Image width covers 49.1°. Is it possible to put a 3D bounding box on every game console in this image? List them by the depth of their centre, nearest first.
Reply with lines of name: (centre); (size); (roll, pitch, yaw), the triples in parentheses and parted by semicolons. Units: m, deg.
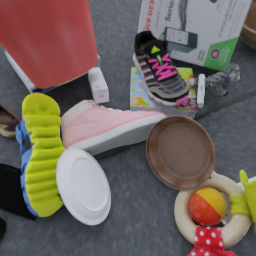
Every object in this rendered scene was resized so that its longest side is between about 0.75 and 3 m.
game console: (-3.110, 2.236, 6.545); (1.651, 0.337, 2.800); (15, 60, 9)

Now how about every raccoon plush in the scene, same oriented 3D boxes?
raccoon plush: (2.494, -1.465, 7.881); (1.383, 0.926, 0.669); (7, 25, -23)

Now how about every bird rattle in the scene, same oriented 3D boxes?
bird rattle: (1.979, 2.064, 6.240); (2.599, 1.464, 2.119); (-50, 44, 2)

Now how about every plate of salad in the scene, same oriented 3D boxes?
plate of salad: (-1.035, 1.338, 6.451); (0.435, 1.812, 1.812); (-27, 55, 24)

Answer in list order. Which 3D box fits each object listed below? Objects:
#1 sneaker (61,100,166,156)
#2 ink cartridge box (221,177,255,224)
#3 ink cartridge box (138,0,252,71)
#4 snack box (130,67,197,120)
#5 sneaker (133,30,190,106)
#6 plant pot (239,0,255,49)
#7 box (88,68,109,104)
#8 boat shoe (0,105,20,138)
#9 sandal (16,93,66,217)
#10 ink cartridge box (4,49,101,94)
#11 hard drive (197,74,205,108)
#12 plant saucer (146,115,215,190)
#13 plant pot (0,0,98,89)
sneaker: (-0.457, -0.241, 7.619); (2.889, 1.087, 1.510); (-17, 65, -6)
ink cartridge box: (2.888, 1.753, 6.752); (1.463, 0.496, 0.849); (-17, 60, -10)
ink cartridge box: (1.895, -3.256, 8.653); (2.998, 2.188, 1.260); (17, 36, 11)
snack box: (1.008, -1.051, 8.389); (1.878, 0.635, 1.584); (0, 56, 1)
sneaker: (0.800, -1.736, 7.648); (0.990, 1.174, 2.684); (-21, 53, -6)
plant pot: (4.666, -3.461, 9.648); (2.263, 1.045, 2.263); (0, 59, -1)
box: (-0.893, -1.284, 8.150); (0.414, 0.387, 2.000); (-8, 29, -10)
boat shoe: (-3.815, -0.514, 7.838); (1.977, 0.712, 0.713); (34, 46, 15)
sandal: (-2.176, 0.702, 6.966); (1.179, 1.292, 2.967); (8, 62, -36)
ink cartridge box: (-2.588, -2.460, 9.259); (2.489, 0.506, 2.494); (-29, 66, -19)
hard drive: (1.902, -0.934, 7.298); (0.143, 1.087, 0.717); (5, 89, 16)
plant saucer: (1.255, 0.574, 6.706); (1.799, 1.799, 0.329); (43, 32, 23)
plant pot: (-2.098, -2.530, 7.282); (2.726, 2.412, 2.726); (-15, 31, 9)
